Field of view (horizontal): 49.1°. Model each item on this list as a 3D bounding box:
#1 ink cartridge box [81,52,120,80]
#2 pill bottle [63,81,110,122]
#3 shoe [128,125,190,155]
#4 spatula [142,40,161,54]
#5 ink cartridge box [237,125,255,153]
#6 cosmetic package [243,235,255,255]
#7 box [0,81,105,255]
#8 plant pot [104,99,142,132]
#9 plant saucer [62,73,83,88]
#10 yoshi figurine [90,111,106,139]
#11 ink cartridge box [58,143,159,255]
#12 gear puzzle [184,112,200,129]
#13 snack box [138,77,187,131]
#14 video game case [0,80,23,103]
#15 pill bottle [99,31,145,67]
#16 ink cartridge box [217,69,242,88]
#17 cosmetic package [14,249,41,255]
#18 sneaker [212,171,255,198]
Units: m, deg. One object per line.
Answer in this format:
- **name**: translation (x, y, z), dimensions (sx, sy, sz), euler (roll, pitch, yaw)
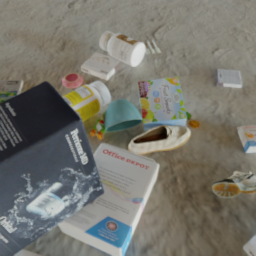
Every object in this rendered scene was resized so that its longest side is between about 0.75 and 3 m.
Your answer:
- **ink cartridge box**: translation (-1.206, -2.767, 12.482), dimensions (1.357, 0.303, 1.195), euler (23, 54, 18)
- **pill bottle**: translation (-1.698, -0.881, 10.328), dimensions (1.994, 1.140, 1.140), euler (-34, 57, -26)
- **shoe**: translation (1.121, 0.363, 9.608), dimensions (2.317, 0.619, 0.810), euler (-16, 52, -14)
- **spatula**: translation (1.079, -3.938, 13.630), dimensions (0.769, 0.089, 1.106), euler (-11, 51, -8)
- **ink cartridge box**: translation (4.331, 0.289, 9.822), dimensions (0.673, 0.396, 1.169), euler (-2, 50, -2)
- **cosmetic package**: translation (4.321, 2.842, 6.789), dimensions (2.017, 1.688, 1.678), euler (-26, 55, -19)
- **box**: translation (-2.313, 1.000, 6.239), dimensions (2.875, 2.827, 1.688), euler (-32, 51, -20)
- **plant pot**: translation (-0.246, -0.486, 9.711), dimensions (1.318, 1.318, 0.888), euler (-13, 78, -10)
- **plant saucer**: translation (-2.383, -2.063, 11.943), dimensions (0.870, 0.221, 0.870), euler (0, 49, 0)
- **yoshi figurine**: translation (-0.916, -0.118, 10.198), dimensions (0.612, 0.614, 1.092), euler (-4, 51, 53)
- **ink cartridge box**: translation (-0.478, 1.943, 7.932), dimensions (1.907, 1.117, 2.639), euler (19, 54, 15)
- **gear puzzle**: translation (1.905, -0.434, 10.547), dimensions (1.723, 0.226, 0.892), euler (31, 56, 24)
- **snack box**: translation (1.227, -0.910, 10.385), dimensions (1.573, 0.631, 1.866), euler (-6, 63, 2)
- **video game case**: translation (-5.318, -1.327, 11.331), dimensions (1.828, 0.201, 1.666), euler (-3, 50, -4)
- **pill bottle**: translation (-0.308, -3.640, 12.687), dimensions (1.931, 1.104, 1.104), euler (31, 56, 23)
- **ink cartridge box**: translation (4.306, -2.123, 12.003), dimensions (0.988, 0.214, 0.970), euler (6, 50, 8)
- **cosmetic package**: translation (-2.405, 3.481, 6.650), dimensions (1.803, 0.668, 0.917), euler (7, 51, 24)
- **sneaker**: translation (3.235, 1.686, 8.595), dimensions (1.561, 0.591, 0.684), euler (-1, 40, -12)
